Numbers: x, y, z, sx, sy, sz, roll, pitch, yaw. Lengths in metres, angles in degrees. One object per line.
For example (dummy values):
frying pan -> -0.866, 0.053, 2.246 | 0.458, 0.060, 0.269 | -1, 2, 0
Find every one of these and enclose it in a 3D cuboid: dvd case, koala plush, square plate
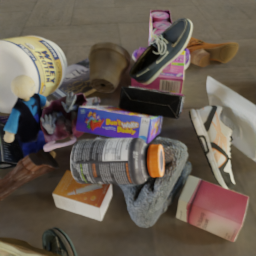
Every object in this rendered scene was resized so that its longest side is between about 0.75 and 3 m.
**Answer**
dvd case -> -2.018, -2.051, 11.653 | 2.856, 0.228, 2.124 | -33, 52, -30
koala plush -> 0.117, 1.072, 7.096 | 2.273, 2.016, 2.089 | 28, 77, 25
square plate -> 3.090, -0.088, 8.029 | 0.334, 2.347, 2.325 | -36, 49, -8

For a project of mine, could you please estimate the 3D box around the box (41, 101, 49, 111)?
box -> -3.025, -0.526, 9.761 | 0.754, 0.560, 0.469 | -19, 46, -19

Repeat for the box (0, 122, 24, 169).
box -> -3.518, 0.514, 7.789 | 0.706, 1.139, 1.119 | -13, 76, 6

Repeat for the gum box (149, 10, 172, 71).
gum box -> 1.219, -3.327, 10.597 | 0.801, 1.375, 2.424 | 1, 43, 2

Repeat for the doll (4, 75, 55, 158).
doll -> -2.620, -0.131, 7.602 | 0.698, 2.881, 1.966 | 10, 41, 12

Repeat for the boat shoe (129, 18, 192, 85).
boat shoe -> 0.983, -2.487, 8.938 | 0.773, 2.500, 0.936 | 17, 36, -48

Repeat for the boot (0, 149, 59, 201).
boot -> -2.985, 1.434, 7.501 | 2.023, 1.886, 0.650 | -39, 78, 2

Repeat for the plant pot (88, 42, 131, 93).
plant pot -> -0.817, -2.191, 10.754 | 1.662, 1.662, 1.442 | 7, 65, 7

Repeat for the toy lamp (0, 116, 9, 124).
toy lamp -> -4.386, -0.102, 8.940 | 1.198, 0.349, 0.349 | -20, 46, -10

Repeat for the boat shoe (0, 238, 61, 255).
boat shoe -> -2.193, 2.680, 5.566 | 2.164, 0.781, 0.703 | 8, 72, 20

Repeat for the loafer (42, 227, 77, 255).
loafer -> -1.417, 2.929, 5.821 | 0.628, 0.717, 1.997 | 17, 24, -49

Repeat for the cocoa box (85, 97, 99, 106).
cocoa box -> -1.445, -0.651, 9.817 | 0.831, 0.545, 0.554 | -13, 65, -13

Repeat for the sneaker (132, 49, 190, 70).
sneaker -> 1.457, -3.265, 12.347 | 2.535, 1.058, 1.022 | 5, 43, 6

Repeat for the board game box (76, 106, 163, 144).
board game box -> -0.082, -0.187, 8.206 | 1.890, 0.629, 2.811 | 10, 7, 11

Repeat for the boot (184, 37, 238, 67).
boot -> 3.617, -3.664, 13.022 | 2.509, 0.962, 1.948 | -25, 44, -15

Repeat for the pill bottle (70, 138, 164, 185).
pill bottle -> -0.190, 0.710, 5.952 | 1.859, 0.987, 0.987 | -2, 41, 17

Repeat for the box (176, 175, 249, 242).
box -> 2.005, 1.942, 6.795 | 1.475, 0.943, 0.804 | 17, 48, 21

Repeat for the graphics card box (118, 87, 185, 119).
graphics card box -> 0.882, -0.870, 9.016 | 1.760, 0.714, 2.806 | 12, 11, 12

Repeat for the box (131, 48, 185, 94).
box -> 1.231, -2.171, 11.160 | 1.925, 1.058, 2.189 | 7, 43, 8

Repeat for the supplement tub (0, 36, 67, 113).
supplement tub -> -3.427, -1.897, 9.311 | 2.146, 2.146, 2.972 | 7, 23, 8

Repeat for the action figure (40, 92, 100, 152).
action figure -> -1.560, -0.126, 8.337 | 1.620, 2.419, 1.801 | -11, 76, 0

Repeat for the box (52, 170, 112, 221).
box -> -1.158, 1.741, 7.269 | 1.298, 0.633, 0.807 | 13, 44, 12

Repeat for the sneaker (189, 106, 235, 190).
sneaker -> 2.467, 0.507, 7.526 | 0.959, 2.398, 0.884 | -21, 1, 9
